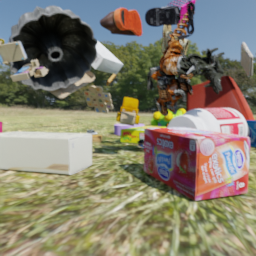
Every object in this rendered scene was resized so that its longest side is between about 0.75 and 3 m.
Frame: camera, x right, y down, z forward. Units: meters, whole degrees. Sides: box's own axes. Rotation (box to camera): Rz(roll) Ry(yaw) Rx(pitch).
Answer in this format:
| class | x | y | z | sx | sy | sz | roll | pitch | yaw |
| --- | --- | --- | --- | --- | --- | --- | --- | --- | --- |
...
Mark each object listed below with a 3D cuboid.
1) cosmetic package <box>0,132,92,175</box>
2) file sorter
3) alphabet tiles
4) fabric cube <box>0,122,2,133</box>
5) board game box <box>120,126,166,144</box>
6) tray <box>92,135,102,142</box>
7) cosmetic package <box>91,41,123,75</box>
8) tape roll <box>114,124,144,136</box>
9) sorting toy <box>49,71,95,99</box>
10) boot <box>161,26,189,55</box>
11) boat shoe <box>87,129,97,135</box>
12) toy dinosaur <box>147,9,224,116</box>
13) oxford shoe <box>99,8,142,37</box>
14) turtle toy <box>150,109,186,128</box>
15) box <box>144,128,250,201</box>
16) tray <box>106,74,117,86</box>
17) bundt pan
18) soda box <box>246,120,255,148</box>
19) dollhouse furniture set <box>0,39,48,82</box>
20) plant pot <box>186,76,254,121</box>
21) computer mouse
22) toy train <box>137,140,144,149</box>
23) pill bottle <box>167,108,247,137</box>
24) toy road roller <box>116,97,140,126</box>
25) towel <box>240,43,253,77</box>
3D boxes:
| class | x | y | z | sx | sy | sz | roll | pitch | yaw |
| --- | --- | --- | --- | --- | --- | --- | --- | --- | --- |
| cosmetic package | -2.273 | 0.591 | 7.212 | 2.433 | 0.865 | 1.280 | 2 | 5 | 19 |
| file sorter | 1.542 | -3.504 | 8.363 | 0.512 | 0.567 | 0.816 | 31 | 49 | 23 |
| alphabet tiles | -1.118 | -1.065 | 10.653 | 1.147 | 1.173 | 0.086 | 8 | 40 | 26 |
| fabric cube | -4.386 | 0.379 | 8.288 | 1.145 | 1.142 | 1.124 | -3 | 6 | -33 |
| board game box | 0.764 | 0.287 | 12.925 | 1.243 | 0.583 | 2.447 | 2 | 5 | 28 |
| tray | -1.933 | 0.479 | 12.636 | 1.447 | 0.268 | 0.714 | -1 | 4 | -2 |
| cosmetic package | -1.409 | -2.993 | 10.595 | 2.228 | 0.576 | 1.680 | 45 | 21 | 15 |
| tape roll | 0.055 | 0.094 | 15.672 | 1.704 | 0.559 | 1.704 | 1 | 5 | 0 |
| sorting toy | -2.287 | -1.773 | 9.604 | 1.670 | 0.329 | 1.805 | 34 | 44 | 10 |
| boot | 1.491 | -2.815 | 8.745 | 0.834 | 1.078 | 0.389 | 16 | 28 | 29 |
| boat shoe | -2.056 | 0.215 | 15.832 | 0.297 | 0.281 | 0.829 | -4 | 6 | -41 |
| toy dinosaur | 1.566 | -1.660 | 7.972 | 1.996 | 1.503 | 2.942 | 5 | -39 | 0 |
| oxford shoe | -0.134 | -3.035 | 8.158 | 0.724 | 0.711 | 1.997 | -4 | 6 | 24 |
| turtle toy | 2.473 | -0.485 | 18.110 | 1.830 | 1.269 | 2.511 | -16 | 14 | -41 |
| box | 1.243 | 0.597 | 5.754 | 1.129 | 1.081 | 2.265 | -2 | 5 | -20 |
| tray | -0.854 | -2.513 | 14.390 | 0.139 | 0.752 | 0.371 | 36 | -30 | -1 |
| bundt pan | -2.189 | -2.296 | 7.914 | 2.506 | 2.506 | 0.940 | -3 | 48 | -35 |
| soda box | 6.131 | 0.199 | 11.258 | 2.992 | 1.015 | 0.960 | -1 | 5 | -14 |
| dollhouse furniture set | -2.568 | -1.789 | 6.916 | 0.964 | 1.021 | 0.666 | -7 | 32 | 14 |
| plant pot | 4.296 | -1.019 | 13.543 | 2.801 | 2.468 | 2.798 | -14 | -2 | 28 |
| computer mouse | 0.947 | -2.330 | 6.235 | 1.091 | 0.766 | 0.251 | -6 | 24 | 12 |
| toy train | 0.974 | 0.640 | 10.207 | 1.436 | 0.329 | 0.245 | 5 | 3 | 26 |
| pill bottle | 2.523 | 0.133 | 8.943 | 2.699 | 1.515 | 1.515 | -4 | 6 | -42 |
| toy road roller | 0.022 | -0.518 | 8.636 | 0.682 | 0.811 | 1.111 | 8 | 6 | -1 |
| towel | 4.874 | -2.770 | 11.482 | 0.223 | 0.857 | 1.294 | -20 | -34 | 9 |
